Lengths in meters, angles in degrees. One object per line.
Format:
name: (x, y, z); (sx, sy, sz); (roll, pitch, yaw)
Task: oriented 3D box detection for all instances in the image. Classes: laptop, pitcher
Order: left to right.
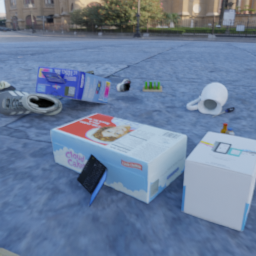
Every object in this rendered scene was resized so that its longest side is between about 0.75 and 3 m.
laptop: (-0.777, 1.068, 5.784); (0.816, 0.723, 0.421); (38, 16, 27)
pitcher: (3.272, -1.186, 11.544); (1.456, 1.029, 1.697); (1, 30, 30)

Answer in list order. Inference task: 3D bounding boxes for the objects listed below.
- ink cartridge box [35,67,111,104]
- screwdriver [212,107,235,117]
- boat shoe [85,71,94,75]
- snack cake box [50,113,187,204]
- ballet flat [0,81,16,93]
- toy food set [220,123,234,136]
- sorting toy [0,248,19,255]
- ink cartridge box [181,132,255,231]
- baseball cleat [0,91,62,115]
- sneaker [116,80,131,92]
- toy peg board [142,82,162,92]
ink cartridge box: (-2.282, -1.717, 11.379); (2.024, 1.132, 2.967); (10, 6, 23)
screwdriver: (3.763, -0.633, 11.075); (1.345, 0.196, 0.188); (-14, 25, -33)
boat shoe: (-2.765, -3.292, 17.455); (0.562, 0.448, 1.486); (19, 28, 40)
snack cake box: (-0.271, 0.552, 6.943); (2.967, 0.997, 1.706); (16, 28, 35)
ballet flat: (-6.288, -1.971, 13.885); (0.660, 0.660, 1.808); (9, 23, 22)
toy food set: (2.686, 0.336, 8.064); (0.615, 0.580, 1.289); (19, 28, 39)
sorting toy: (-1.592, 2.249, 3.787); (1.524, 0.204, 1.135); (10, 19, 23)
ink cartridge box: (1.922, 0.959, 5.658); (1.174, 1.180, 1.608); (11, 23, 27)
baseball cleat: (-3.981, -1.003, 10.499); (2.837, 0.989, 1.510); (-1, -5, -2)
sneaker: (-0.083, -2.193, 14.671); (0.566, 0.478, 1.295); (11, 28, 24)
toy peg board: (1.289, -2.256, 14.775); (1.004, 0.491, 0.999); (3, 22, 6)
